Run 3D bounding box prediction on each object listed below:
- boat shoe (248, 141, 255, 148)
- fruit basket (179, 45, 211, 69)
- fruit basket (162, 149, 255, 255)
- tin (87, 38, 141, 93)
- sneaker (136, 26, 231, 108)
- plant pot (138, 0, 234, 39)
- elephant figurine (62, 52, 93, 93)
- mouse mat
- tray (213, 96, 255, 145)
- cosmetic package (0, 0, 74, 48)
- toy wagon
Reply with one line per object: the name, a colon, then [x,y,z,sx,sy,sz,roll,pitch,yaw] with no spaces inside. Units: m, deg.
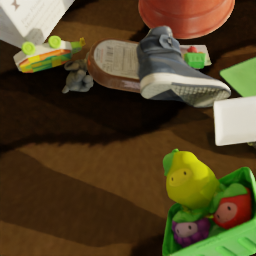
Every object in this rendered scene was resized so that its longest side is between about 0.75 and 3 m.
boat shoe: [3.039,0.198,6.736,0.387,0.467,1.299,-24,76,25]
fruit basket: [1.884,-2.075,8.048,0.820,0.415,0.886,-1,48,-1]
fruit basket: [1.329,1.357,5.044,2.070,2.070,1.493,13,31,7]
tin: [0.173,-1.628,7.398,2.486,0.520,1.392,7,66,-12]
sneaker: [1.360,-1.534,6.981,2.560,0.973,1.850,7,58,-28]
plant pot: [1.605,-4.562,7.604,2.991,2.908,2.991,-3,70,8]
elephant figurine: [-1.348,-1.522,7.568,0.817,0.746,1.054,4,54,-33]
mouse mat: [3.864,-1.222,7.474,2.422,0.091,1.949,-23,59,-20]
tray: [2.885,-0.219,6.369,1.916,0.212,1.029,-7,101,0]
cosmetic package: [-3.329,-4.087,7.425,2.416,2.929,2.414,25,75,13]
toy wagon: [-1.987,-1.937,7.338,1.860,1.443,0.368,-18,90,-13]
